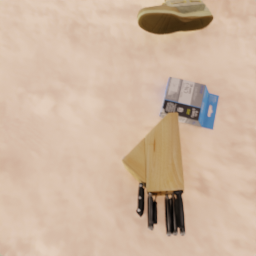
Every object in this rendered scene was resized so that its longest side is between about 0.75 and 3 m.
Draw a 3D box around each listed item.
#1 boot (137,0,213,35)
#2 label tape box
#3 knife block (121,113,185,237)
[{"bbox_3d":[1.347,-4.297,9.385,2.735,0.986,2.115,-10,74,-20],"label":"boot"},{"bbox_3d":[1.971,-0.774,8.749,1.737,0.550,1.252,14,74,4],"label":"label tape box"},{"bbox_3d":[1.177,1.347,7.698,2.512,0.916,2.862,41,78,20],"label":"knife block"}]
